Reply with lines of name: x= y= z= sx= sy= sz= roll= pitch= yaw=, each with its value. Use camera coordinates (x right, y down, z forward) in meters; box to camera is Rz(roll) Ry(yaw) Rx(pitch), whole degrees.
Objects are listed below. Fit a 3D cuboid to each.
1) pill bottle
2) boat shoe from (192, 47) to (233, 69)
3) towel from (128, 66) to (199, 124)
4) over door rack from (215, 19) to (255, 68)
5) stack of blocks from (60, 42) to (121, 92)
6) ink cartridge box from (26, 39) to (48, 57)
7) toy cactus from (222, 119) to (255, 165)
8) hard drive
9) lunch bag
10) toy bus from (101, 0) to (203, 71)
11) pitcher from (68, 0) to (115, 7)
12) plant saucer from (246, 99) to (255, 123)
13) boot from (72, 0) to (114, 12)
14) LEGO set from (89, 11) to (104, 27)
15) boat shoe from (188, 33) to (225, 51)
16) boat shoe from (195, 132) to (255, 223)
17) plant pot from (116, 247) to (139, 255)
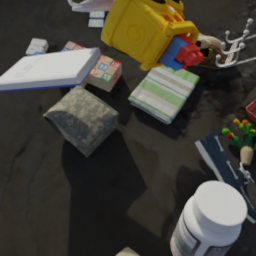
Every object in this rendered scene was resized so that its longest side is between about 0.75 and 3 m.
pill bottle: x=1.676 y=2.145 z=5.998 sx=1.167 sy=2.050 sz=1.167 roll=4 pitch=42 yaw=-4
boat shoe: x=3.393 y=-2.934 z=11.592 sx=2.081 sy=0.707 sz=0.749 roll=-2 pitch=63 yaw=-1
towel: x=1.448 y=-1.491 z=11.103 sx=1.906 sy=0.392 sz=2.555 roll=31 pitch=65 yaw=13
over door rack: x=4.227 y=-2.838 z=9.060 sx=2.466 sy=0.822 sz=1.822 roll=1 pitch=44 yaw=34
stack of blocks: x=-1.666 y=-2.347 z=11.278 sx=2.446 sy=0.716 sz=1.408 roll=24 pitch=65 yaw=11
ink cartridge box: x=-3.888 y=-3.349 z=12.002 sx=0.627 sy=0.362 sz=0.865 roll=10 pitch=63 yaw=5
toy cactus: x=4.255 y=0.532 z=9.808 sx=1.852 sy=0.947 sz=1.528 roll=14 pitch=73 yaw=-2
hard drive: x=-2.416 y=-1.772 z=8.545 sx=2.793 sy=0.354 sz=1.843 roll=-1 pitch=39 yaw=20
lunch bag: x=-1.679 y=-0.320 z=9.948 sx=2.121 sy=1.247 sz=1.740 roll=38 pitch=69 yaw=13
toy bus: x=1.118 y=-2.770 z=8.356 sx=2.771 sy=1.959 sz=2.887 roll=43 pitch=38 yaw=14
pitcher: x=-0.831 y=-4.400 z=9.140 sx=1.736 sy=2.024 sz=1.227 roll=-38 pitch=65 yaw=30
plant saucer: x=5.732 y=-0.322 z=10.149 sx=2.445 sy=0.450 sz=2.449 roll=-33 pitch=66 yaw=-31
boot: x=-1.042 y=-3.777 z=8.292 sx=1.281 sy=0.612 sz=0.471 roll=-1 pitch=19 yaw=4
LEGO set: x=-0.748 y=-5.361 z=12.994 sx=2.085 sy=0.512 sz=1.558 roll=3 pitch=66 yaw=1
boat shoe: x=3.240 y=-3.576 z=12.024 sx=1.767 sy=0.652 sz=0.611 roll=27 pitch=76 yaw=16
boat shoe: x=2.780 y=1.257 z=7.495 sx=0.782 sy=0.946 sz=2.528 roll=-34 pitch=65 yaw=10
plant pot: x=0.041 y=4.305 z=7.329 sx=1.844 sy=1.846 sz=1.634 roll=-35 pitch=58 yaw=-16
